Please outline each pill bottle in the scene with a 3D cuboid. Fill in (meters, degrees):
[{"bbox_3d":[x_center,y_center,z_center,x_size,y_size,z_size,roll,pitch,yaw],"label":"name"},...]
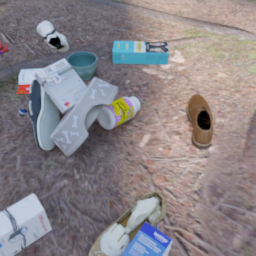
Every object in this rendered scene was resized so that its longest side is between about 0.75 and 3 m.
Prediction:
[{"bbox_3d":[-0.321,-0.662,11.082,0.928,0.928,1.779,32,42,28],"label":"pill bottle"}]

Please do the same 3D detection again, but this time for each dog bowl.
[{"bbox_3d":[-1.561,-0.465,9.571,0.858,2.927,2.927,37,46,-14],"label":"dog bowl"}]

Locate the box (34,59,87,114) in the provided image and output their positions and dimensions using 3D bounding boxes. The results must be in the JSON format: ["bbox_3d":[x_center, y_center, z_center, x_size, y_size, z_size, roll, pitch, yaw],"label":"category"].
[{"bbox_3d":[-2.266,-1.498,9.863,1.270,0.335,1.629,-39,89,-32],"label":"box"}]

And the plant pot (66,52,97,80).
[{"bbox_3d":[-2.168,-2.892,13.457,1.411,0.945,1.411,0,44,0],"label":"plant pot"}]

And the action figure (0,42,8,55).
[{"bbox_3d":[-7.481,-4.059,14.565,0.756,1.147,2.317,24,52,23],"label":"action figure"}]

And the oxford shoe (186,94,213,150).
[{"bbox_3d":[2.922,-0.533,11.043,1.030,1.030,2.889,1,43,3],"label":"oxford shoe"}]

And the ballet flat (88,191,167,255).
[{"bbox_3d":[-0.017,2.751,7.727,1.053,0.975,2.988,31,53,28],"label":"ballet flat"}]

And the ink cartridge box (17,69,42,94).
[{"bbox_3d":[-4.513,-2.215,13.179,1.260,0.372,1.575,-3,43,-4],"label":"ink cartridge box"}]

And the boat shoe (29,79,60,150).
[{"bbox_3d":[-3.176,-0.554,10.422,0.872,1.093,2.890,-10,68,26],"label":"boat shoe"}]

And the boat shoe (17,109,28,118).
[{"bbox_3d":[-3.763,-0.497,9.940,0.271,0.750,0.272,40,91,-8],"label":"boat shoe"}]

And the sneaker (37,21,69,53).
[{"bbox_3d":[-2.782,-3.275,10.784,0.721,1.955,0.782,-36,78,8],"label":"sneaker"}]

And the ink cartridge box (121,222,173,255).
[{"bbox_3d":[0.292,3.347,6.745,0.838,1.497,2.194,30,52,24],"label":"ink cartridge box"}]

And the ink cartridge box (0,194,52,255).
[{"bbox_3d":[-3.039,2.729,7.577,1.644,1.204,0.706,-29,51,-26],"label":"ink cartridge box"}]

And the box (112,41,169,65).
[{"bbox_3d":[0.654,-3.937,14.680,2.874,0.706,1.182,2,45,2],"label":"box"}]
